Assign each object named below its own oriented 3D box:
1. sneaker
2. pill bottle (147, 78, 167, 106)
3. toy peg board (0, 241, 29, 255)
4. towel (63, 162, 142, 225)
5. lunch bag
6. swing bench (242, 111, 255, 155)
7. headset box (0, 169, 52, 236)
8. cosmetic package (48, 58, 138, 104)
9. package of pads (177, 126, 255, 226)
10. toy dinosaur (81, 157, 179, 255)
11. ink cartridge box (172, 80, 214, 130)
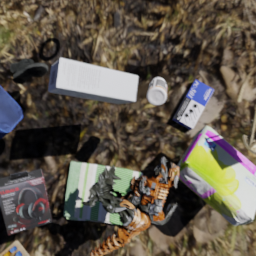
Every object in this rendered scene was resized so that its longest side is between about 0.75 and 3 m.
[{"bbox_3d":[-3.159,-1.926,8.888,1.654,0.497,0.863,-16,53,27],"label":"sneaker"},{"bbox_3d":[0.749,-0.953,7.143,0.495,0.850,0.495,5,120,8],"label":"pill bottle"},{"bbox_3d":[-3.954,4.656,9.486,1.077,0.529,1.081,-41,84,-5],"label":"toy peg board"},{"bbox_3d":[-0.874,2.365,9.956,2.646,0.309,2.018,7,81,2],"label":"towel"},{"bbox_3d":[-4.327,-0.531,7.733,1.491,1.531,2.254,-32,109,17],"label":"lunch bag"},{"bbox_3d":[3.483,0.137,7.250,0.650,0.997,1.002,34,112,34],"label":"swing bench"},{"bbox_3d":[-2.431,1.654,6.558,1.030,0.520,1.386,-11,109,-20],"label":"headset box"},{"bbox_3d":[-0.906,-1.148,7.286,2.078,1.054,0.740,8,88,-27],"label":"cosmetic package"},{"bbox_3d":[2.711,1.386,8.178,2.452,0.836,1.894,40,50,2],"label":"package of pads"},{"bbox_3d":[0.018,1.964,7.085,2.034,1.531,2.997,36,67,6],"label":"toy dinosaur"},{"bbox_3d":[2.407,-0.849,10.381,0.800,0.376,1.703,30,82,3],"label":"ink cartridge box"}]
